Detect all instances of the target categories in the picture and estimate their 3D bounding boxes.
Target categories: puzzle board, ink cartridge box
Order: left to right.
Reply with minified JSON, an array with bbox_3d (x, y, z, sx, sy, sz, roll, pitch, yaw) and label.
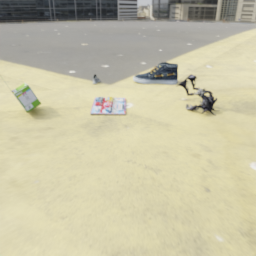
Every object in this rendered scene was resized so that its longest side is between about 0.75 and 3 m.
[{"bbox_3d":[-4.167,-1.522,10.715,0.659,1.740,1.286,-36,24,-14],"label":"ink cartridge box"},{"bbox_3d":[-0.795,-0.955,11.709,1.391,0.161,1.846,0,26,0],"label":"puzzle board"}]

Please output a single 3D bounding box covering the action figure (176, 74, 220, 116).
[{"bbox_3d":[2.812,-1.213,11.180,1.101,1.853,0.946,-40,2,-20],"label":"action figure"}]

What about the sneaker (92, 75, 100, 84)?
[{"bbox_3d":[-1.678,-2.616,14.767,0.297,0.457,0.792,4,27,7],"label":"sneaker"}]

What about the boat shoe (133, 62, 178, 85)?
[{"bbox_3d":[1.441,-2.890,14.627,2.349,1.066,0.831,3,26,6],"label":"boat shoe"}]
